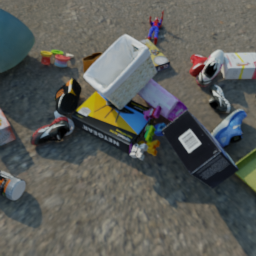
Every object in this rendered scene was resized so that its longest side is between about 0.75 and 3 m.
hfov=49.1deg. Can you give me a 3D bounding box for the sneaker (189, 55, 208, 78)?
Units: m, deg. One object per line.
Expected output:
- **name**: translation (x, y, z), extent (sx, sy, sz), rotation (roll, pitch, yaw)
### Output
- **sneaker**: translation (2.796, -2.588, 11.647), extent (0.860, 0.583, 1.488), rotation (31, 43, 33)

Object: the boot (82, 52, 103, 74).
- **boot**: translation (-0.946, -2.460, 11.039), extent (1.674, 1.198, 0.589), rotation (-19, 54, -16)

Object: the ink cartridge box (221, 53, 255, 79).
- **ink cartridge box**: translation (4.609, -2.545, 11.497), extent (1.433, 0.598, 1.040), rotation (-2, 50, -1)

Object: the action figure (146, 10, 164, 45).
- **action figure**: translation (1.274, -4.887, 13.267), extent (0.641, 0.972, 1.964), rotation (9, 48, 7)

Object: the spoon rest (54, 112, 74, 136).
- **spoon rest**: translation (-2.269, -0.212, 9.662), extent (0.595, 0.363, 1.198), rotation (-38, 55, 0)

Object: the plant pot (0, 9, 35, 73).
- **plant pot**: translation (-5.334, -3.253, 11.048), extent (2.709, 2.709, 1.825), rotation (14, 75, 11)

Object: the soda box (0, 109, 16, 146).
- **soda box**: translation (-4.723, -0.384, 9.613), extent (0.787, 0.732, 2.301), rotation (-27, 55, -23)

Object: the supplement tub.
- **supplement tub**: translation (-3.535, 1.615, 8.016), extent (1.015, 0.622, 0.622), rotation (17, 52, 14)

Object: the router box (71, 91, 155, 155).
- **router box**: translation (-0.482, -0.324, 9.642), extent (2.339, 0.597, 1.745), rotation (25, 55, 19)

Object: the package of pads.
- **package of pads**: translation (1.046, -1.066, 9.828), extent (2.014, 1.213, 0.762), rotation (44, 103, 30)

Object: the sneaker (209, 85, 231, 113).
- **sneaker**: translation (3.228, -1.081, 10.370), extent (0.629, 0.462, 1.391), rotation (-9, 53, -11)

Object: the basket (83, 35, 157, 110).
- **basket**: translation (-0.192, -1.776, 9.176), extent (2.003, 1.236, 1.358), rotation (-46, 52, -1)

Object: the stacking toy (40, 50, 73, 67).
- **stacking toy**: translation (-3.043, -2.928, 12.071), extent (1.234, 0.521, 1.117), rotation (20, 27, 12)

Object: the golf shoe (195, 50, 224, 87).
- **golf shoe**: translation (3.370, -2.411, 10.986), extent (0.661, 0.838, 1.820), rotation (33, 71, -1)

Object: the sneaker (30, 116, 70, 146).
- **sneaker**: translation (-2.517, 0.210, 9.155), extent (1.423, 0.503, 0.695), rotation (-32, 54, -10)

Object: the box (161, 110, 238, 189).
- **box**: translation (2.036, 0.621, 7.918), extent (1.021, 1.644, 1.657), rotation (-40, 49, 13)

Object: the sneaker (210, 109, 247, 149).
- **sneaker**: translation (3.439, 0.072, 9.350), extent (1.905, 0.748, 0.849), rotation (-37, 79, -30)

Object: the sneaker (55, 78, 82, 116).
- **sneaker**: translation (-2.304, -0.991, 10.088), extent (0.883, 0.686, 1.963), rotation (-23, 33, 24)

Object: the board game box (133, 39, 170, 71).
- **board game box**: translation (0.760, -3.090, 12.130), extent (1.279, 0.327, 1.888), rotation (-21, 54, -17)

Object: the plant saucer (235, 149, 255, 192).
- **plant saucer**: translation (3.927, 1.400, 8.402), extent (1.271, 0.304, 1.269), rotation (-29, 56, -22)

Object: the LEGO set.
- **LEGO set**: translation (0.574, 0.300, 8.898), extent (0.789, 0.733, 1.923), rotation (-6, 50, 42)
